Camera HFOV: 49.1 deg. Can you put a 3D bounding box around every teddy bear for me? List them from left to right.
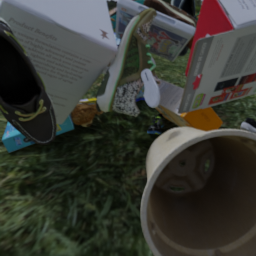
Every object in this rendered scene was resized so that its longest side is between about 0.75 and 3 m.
[{"bbox_3d":[-1.710,-0.509,9.988,1.534,0.706,2.115,-11,17,-39],"label":"teddy bear"}]

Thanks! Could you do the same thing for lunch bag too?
[{"bbox_3d":[-0.066,-2.640,12.129,1.726,2.709,2.303,-13,27,-23],"label":"lunch bag"}]

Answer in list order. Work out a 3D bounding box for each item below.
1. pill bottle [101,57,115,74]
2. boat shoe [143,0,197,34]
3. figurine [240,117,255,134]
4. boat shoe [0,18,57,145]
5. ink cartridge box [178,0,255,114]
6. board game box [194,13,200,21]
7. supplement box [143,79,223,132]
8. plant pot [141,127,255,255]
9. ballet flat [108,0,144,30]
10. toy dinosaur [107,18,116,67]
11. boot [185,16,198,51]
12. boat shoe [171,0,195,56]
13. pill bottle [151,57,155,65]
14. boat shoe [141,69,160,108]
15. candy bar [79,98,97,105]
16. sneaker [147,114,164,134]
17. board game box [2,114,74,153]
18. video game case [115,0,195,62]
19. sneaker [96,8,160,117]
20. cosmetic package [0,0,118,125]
[{"bbox_3d":[-1.107,-2.549,10.556,0.912,0.912,1.646,-18,28,-36],"label":"pill bottle"},{"bbox_3d":[1.597,-4.098,10.351,2.291,0.846,0.848,41,50,16],"label":"boat shoe"},{"bbox_3d":[4.130,0.012,9.060,0.811,0.358,0.831,20,31,30],"label":"figurine"},{"bbox_3d":[-1.854,-0.572,4.777,0.897,2.516,0.757,-28,40,-13],"label":"boat shoe"},{"bbox_3d":[1.970,-1.520,5.450,2.262,2.577,1.080,-17,66,-5],"label":"ink cartridge box"},{"bbox_3d":[2.365,-3.087,6.947,1.323,0.155,0.693,-9,30,49],"label":"board game box"},{"bbox_3d":[1.676,-0.610,8.948,0.838,1.437,2.280,-50,34,0],"label":"supplement box"},{"bbox_3d":[1.229,0.927,4.909,2.309,2.309,2.114,-2,13,-5],"label":"plant pot"},{"bbox_3d":[-0.263,-4.528,11.013,2.455,0.836,0.826,-25,46,-2],"label":"ballet flat"},{"bbox_3d":[-1.171,-3.468,9.323,0.898,2.973,1.579,-38,-5,28],"label":"toy dinosaur"},{"bbox_3d":[2.351,-3.115,10.933,1.705,1.811,0.620,-29,-3,8],"label":"boot"},{"bbox_3d":[2.299,-4.178,11.548,1.060,2.832,0.876,-11,42,-12],"label":"boat shoe"},{"bbox_3d":[0.004,-1.638,8.224,1.457,0.872,0.872,-43,31,-1],"label":"pill bottle"},{"bbox_3d":[0.450,-0.697,5.049,0.287,0.796,0.282,-22,-29,27],"label":"boat shoe"},{"bbox_3d":[-1.510,-1.111,11.797,1.791,0.199,0.447,-9,21,-20],"label":"candy bar"},{"bbox_3d":[0.912,-0.136,9.128,0.441,0.515,1.243,5,24,16],"label":"sneaker"},{"bbox_3d":[-2.687,-0.084,8.481,1.934,0.454,1.460,-20,27,-7],"label":"board game box"},{"bbox_3d":[0.713,-3.036,9.019,2.326,0.293,2.553,23,-4,-2],"label":"video game case"},{"bbox_3d":[0.245,-1.370,6.278,1.147,2.588,0.995,23,-3,1],"label":"sneaker"},{"bbox_3d":[-2.047,-1.936,6.506,2.322,2.775,2.308,16,47,-34],"label":"cosmetic package"}]
